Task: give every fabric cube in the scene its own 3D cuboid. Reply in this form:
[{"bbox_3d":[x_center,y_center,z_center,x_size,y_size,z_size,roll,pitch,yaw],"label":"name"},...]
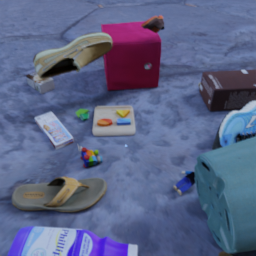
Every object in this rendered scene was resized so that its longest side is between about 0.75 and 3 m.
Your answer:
[{"bbox_3d":[0.065,-3.055,11.799,2.177,2.142,2.184,-5,40,-6],"label":"fabric cube"}]

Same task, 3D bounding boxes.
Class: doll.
[{"bbox_3d":[1.648,1.398,7.576,0.915,0.222,0.624,-34,43,-10],"label":"doll"}]

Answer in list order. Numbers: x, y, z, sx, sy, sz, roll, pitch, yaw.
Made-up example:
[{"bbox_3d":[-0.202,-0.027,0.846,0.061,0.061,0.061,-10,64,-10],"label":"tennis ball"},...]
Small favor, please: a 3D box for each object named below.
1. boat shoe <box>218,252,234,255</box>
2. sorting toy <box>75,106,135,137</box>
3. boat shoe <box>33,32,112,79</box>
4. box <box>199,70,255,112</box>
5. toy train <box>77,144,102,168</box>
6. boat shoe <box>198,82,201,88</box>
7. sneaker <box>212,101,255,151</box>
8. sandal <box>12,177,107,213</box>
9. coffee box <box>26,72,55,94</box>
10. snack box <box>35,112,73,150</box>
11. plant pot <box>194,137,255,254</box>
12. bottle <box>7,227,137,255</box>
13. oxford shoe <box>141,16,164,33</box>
[{"bbox_3d":[2.511,3.038,5.721,0.505,0.506,1.402,5,15,-46],"label":"boat shoe"},{"bbox_3d":[-0.838,-0.311,9.872,2.113,0.311,1.562,-1,39,-2],"label":"sorting toy"},{"bbox_3d":[-1.747,-2.300,9.471,2.789,0.999,1.062,-24,54,-4],"label":"boat shoe"},{"bbox_3d":[4.340,-1.484,10.761,2.828,1.060,1.416,-5,40,-3],"label":"box"},{"bbox_3d":[-1.165,0.760,8.530,0.562,0.411,0.972,-5,38,-22],"label":"toy train"},{"bbox_3d":[3.472,-1.826,11.694,1.233,0.456,0.409,-6,26,-10],"label":"boat shoe"},{"bbox_3d":[3.790,0.066,8.817,2.850,1.117,1.282,-29,50,-30],"label":"sneaker"},{"bbox_3d":[-1.784,1.624,7.214,2.463,0.665,0.989,-2,39,-3],"label":"sandal"},{"bbox_3d":[-3.693,-1.930,11.749,1.139,0.454,0.651,32,49,33],"label":"coffee box"},{"bbox_3d":[-2.539,0.047,9.506,0.641,0.217,1.782,-24,45,-26],"label":"snack box"},{"bbox_3d":[3.136,1.317,6.132,2.800,2.859,2.859,-12,40,-4],"label":"plant pot"},{"bbox_3d":[-1.097,2.664,5.794,2.565,0.837,1.071,3,37,4],"label":"bottle"},{"bbox_3d":[0.942,-3.639,9.952,0.500,0.509,1.404,-17,13,41],"label":"oxford shoe"}]
